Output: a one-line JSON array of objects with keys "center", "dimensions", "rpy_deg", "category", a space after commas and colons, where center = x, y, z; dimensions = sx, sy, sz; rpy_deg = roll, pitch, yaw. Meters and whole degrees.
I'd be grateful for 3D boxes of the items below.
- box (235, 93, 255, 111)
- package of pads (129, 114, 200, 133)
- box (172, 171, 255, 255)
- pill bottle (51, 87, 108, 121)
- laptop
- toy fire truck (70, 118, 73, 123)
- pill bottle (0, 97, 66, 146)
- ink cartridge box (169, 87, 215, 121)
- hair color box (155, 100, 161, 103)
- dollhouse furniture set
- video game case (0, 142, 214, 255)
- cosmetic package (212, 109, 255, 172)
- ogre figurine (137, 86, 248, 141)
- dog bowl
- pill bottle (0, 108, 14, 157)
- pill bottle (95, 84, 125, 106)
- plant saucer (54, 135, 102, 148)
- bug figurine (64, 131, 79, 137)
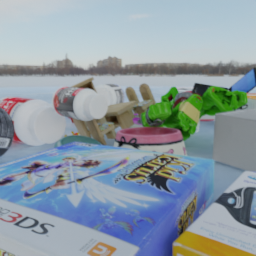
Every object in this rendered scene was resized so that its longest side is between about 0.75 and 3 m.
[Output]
[{"center": [3.762, -0.306, 8.026], "dimensions": [1.581, 1.239, 2.541], "rpy_deg": [-1, 10, -7], "category": "box"}, {"center": [1.143, -0.152, 8.771], "dimensions": [1.973, 0.673, 1.524], "rpy_deg": [-10, 15, -43], "category": "package of pads"}, {"center": [1.702, 1.052, 2.861], "dimensions": [1.525, 0.531, 2.561], "rpy_deg": [8, 11, 36], "category": "box"}, {"center": [-1.047, -0.522, 6.099], "dimensions": [1.248, 0.691, 0.691], "rpy_deg": [12, 16, 41], "category": "pill bottle"}, {"center": [3.453, -1.590, 10.240], "dimensions": [2.115, 1.092, 1.875], "rpy_deg": [12, 32, 15], "category": "laptop"}, {"center": [-1.638, -0.578, 10.663], "dimensions": [1.623, 0.396, 1.145], "rpy_deg": [-7, 22, 20], "category": "toy fire truck"}, {"center": [-2.689, -0.187, 7.510], "dimensions": [2.154, 1.209, 1.209], "rpy_deg": [9, 14, 40], "category": "pill bottle"}, {"center": [3.175, -1.135, 12.440], "dimensions": [2.113, 1.226, 2.863], "rpy_deg": [-2, 14, -8], "category": "ink cartridge box"}, {"center": [1.504, -1.005, 13.474], "dimensions": [0.778, 0.477, 1.572], "rpy_deg": [-15, 12, -4], "category": "hair color box"}, {"center": [-0.714, -0.656, 7.721], "dimensions": [1.961, 1.486, 2.237], "rpy_deg": [-32, 17, -31], "category": "dollhouse furniture set"}, {"center": [-0.536, 0.848, 3.503], "dimensions": [2.597, 0.651, 2.865], "rpy_deg": [7, 12, 28], "category": "video game case"}, {"center": [2.941, 0.327, 5.094], "dimensions": [1.347, 1.137, 2.521], "rpy_deg": [-8, 17, -34], "category": "cosmetic package"}, {"center": [1.449, -0.422, 6.910], "dimensions": [2.762, 1.355, 1.656], "rpy_deg": [-33, 6, -26], "category": "ogre figurine"}, {"center": [0.440, 0.352, 6.032], "dimensions": [1.648, 0.608, 1.648], "rpy_deg": [0, 8, 0], "category": "dog bowl"}, {"center": [-3.079, -0.002, 4.814], "dimensions": [1.251, 1.251, 2.356], "rpy_deg": [1, -5, 5], "category": "pill bottle"}, {"center": [-1.087, -1.470, 13.873], "dimensions": [1.392, 1.392, 2.446], "rpy_deg": [3, 10, 13], "category": "pill bottle"}, {"center": [-1.047, 0.428, 6.211], "dimensions": [1.157, 0.158, 1.157], "rpy_deg": [11, 22, -4], "category": "plant saucer"}, {"center": [-1.807, 0.235, 7.978], "dimensions": [0.840, 0.216, 0.652], "rpy_deg": [5, 17, 3], "category": "bug figurine"}]
